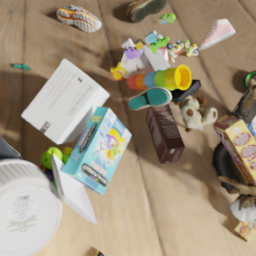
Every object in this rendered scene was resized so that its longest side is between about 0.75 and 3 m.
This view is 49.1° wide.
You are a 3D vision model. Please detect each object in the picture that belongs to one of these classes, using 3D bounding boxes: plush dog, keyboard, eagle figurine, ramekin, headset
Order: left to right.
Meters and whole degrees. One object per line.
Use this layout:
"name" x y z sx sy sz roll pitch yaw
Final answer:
"ramekin" -3.043 2.253 7.441 1.373 2.616 2.616 15 51 46
"keyboard" 1.259 -2.764 11.693 0.691 0.131 2.457 -19 53 -4
"keyboard" 1.861 -1.563 10.859 1.613 0.345 2.686 -42 21 -7
"plush dog" 2.392 -0.644 10.622 1.519 1.218 1.304 2 60 -21
"eagle figurine" 4.042 1.506 9.338 2.046 2.711 2.057 -32 98 21
"headset" 6.129 -1.985 11.868 2.297 1.079 1.418 4 56 16

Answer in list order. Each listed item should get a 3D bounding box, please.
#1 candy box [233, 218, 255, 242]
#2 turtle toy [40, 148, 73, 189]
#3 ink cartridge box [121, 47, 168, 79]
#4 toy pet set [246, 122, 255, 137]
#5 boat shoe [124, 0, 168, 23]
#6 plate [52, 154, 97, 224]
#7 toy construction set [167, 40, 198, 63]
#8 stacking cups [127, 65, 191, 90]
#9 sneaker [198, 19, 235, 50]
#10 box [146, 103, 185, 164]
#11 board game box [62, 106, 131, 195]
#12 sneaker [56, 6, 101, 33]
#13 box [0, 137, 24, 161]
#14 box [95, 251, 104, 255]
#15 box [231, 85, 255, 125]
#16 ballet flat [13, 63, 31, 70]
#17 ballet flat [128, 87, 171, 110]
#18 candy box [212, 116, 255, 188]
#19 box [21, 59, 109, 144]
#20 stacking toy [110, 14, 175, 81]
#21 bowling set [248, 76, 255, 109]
"candy box" 3.807 3.130 8.910 0.493 0.236 0.854 39 64 23
"turtle toy" -2.359 1.305 9.128 0.973 1.924 1.402 7 53 -14
"ink cartridge box" 0.738 -2.909 12.497 1.852 0.767 1.357 5 56 17
"toy pet set" 3.668 0.236 8.612 0.437 0.768 0.822 1 64 -16
"boat shoe" 0.958 -6.634 15.085 2.661 1.007 0.983 -33 59 -21
"plate" -1.612 1.794 8.003 0.278 1.721 1.718 -34 40 -2
"toy construction set" 2.436 -3.604 13.233 1.579 0.727 1.035 -26 74 -17
"stacking cups" 0.963 -1.724 10.397 2.792 0.845 0.845 2 45 50
"sneaker" 3.356 -3.733 11.089 1.505 0.567 0.787 -26 89 12
"box" 1.327 0.159 10.350 0.785 1.049 2.095 -5 56 -12
"board game box" -0.904 0.766 9.096 0.548 1.762 2.334 12 67 33
"sneaker" -2.458 -5.793 14.524 2.586 1.012 0.999 26 55 17
"box" -4.506 1.933 8.649 1.124 2.011 2.850 34 63 21
"box" -0.785 4.144 8.258 0.770 0.190 0.615 37 62 22
"box" 4.716 -0.823 10.650 0.354 1.464 1.160 11 31 -22
"ballet flat" -4.861 -2.873 12.990 0.886 0.300 0.320 7 37 9
"ballet flat" 0.850 -1.099 10.128 2.021 0.702 0.702 -12 41 48
"candy box" 3.326 0.711 8.014 0.598 1.236 2.119 -34 96 5
"box" -2.003 -0.806 9.637 1.499 2.294 2.282 37 92 3
"stacking toy" 0.600 -3.085 10.695 2.709 0.636 2.042 -24 36 37
"bowling set" 4.537 -1.490 9.749 0.825 1.069 1.536 -27 44 33
